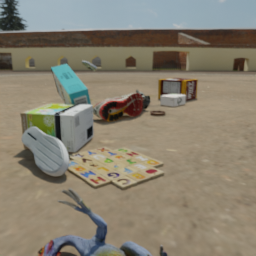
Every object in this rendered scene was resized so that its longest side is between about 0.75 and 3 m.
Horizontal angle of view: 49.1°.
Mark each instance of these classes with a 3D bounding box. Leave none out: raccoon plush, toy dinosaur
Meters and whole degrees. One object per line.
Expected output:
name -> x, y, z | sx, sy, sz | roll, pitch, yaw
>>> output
raccoon plush -> 0.416, -1.390, 14.570 | 1.046, 0.755, 1.561 | 28, -30, -29
toy dinosaur -> -0.341, 1.729, 3.363 | 1.017, 1.937, 1.758 | -51, 16, -29

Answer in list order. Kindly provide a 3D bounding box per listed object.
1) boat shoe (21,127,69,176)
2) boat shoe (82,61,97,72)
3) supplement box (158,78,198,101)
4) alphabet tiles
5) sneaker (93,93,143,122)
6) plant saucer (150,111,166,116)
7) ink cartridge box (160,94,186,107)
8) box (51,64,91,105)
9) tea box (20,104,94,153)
boat shoe -> -2.013, 0.598, 7.187 | 2.198, 0.791, 0.682 | 33, -10, 46
boat shoe -> -1.811, -2.851, 12.924 | 0.758, 0.235, 0.273 | 25, -22, 1
supplement box -> 3.313, -2.589, 18.633 | 1.935, 1.285, 1.908 | 11, 18, 37
alphabet tiles -> -0.409, 0.927, 7.176 | 2.094, 0.080, 2.516 | -11, 18, -37
sneaker -> -0.408, -1.058, 12.966 | 2.858, 1.113, 1.174 | -13, 18, -43
plant saucer -> 1.433, -0.708, 13.571 | 0.775, 0.134, 0.775 | 0, 13, 0
ink cartridge box -> 2.616, -1.627, 16.342 | 0.950, 0.548, 1.305 | 12, 19, 40
box -> -2.227, -1.438, 10.901 | 0.716, 1.199, 2.915 | -20, 36, -17
tea box -> -2.167, -0.063, 8.879 | 1.700, 1.154, 1.728 | 2, 15, 11
